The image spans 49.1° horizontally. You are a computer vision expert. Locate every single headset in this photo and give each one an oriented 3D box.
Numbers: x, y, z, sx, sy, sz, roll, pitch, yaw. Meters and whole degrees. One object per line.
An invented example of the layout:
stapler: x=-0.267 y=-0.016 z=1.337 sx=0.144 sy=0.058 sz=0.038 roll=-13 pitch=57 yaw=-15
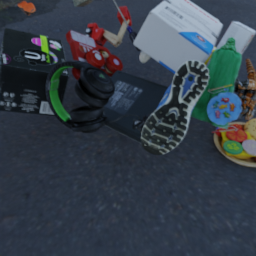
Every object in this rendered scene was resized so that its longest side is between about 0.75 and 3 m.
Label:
headset: x=-0.805 y=-0.666 z=7.228 sx=2.872 sy=1.774 sz=1.349 roll=27 pitch=30 yaw=21

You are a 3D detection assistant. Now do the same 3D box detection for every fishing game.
fishing game: x=2.403 y=-0.497 z=7.047 sx=0.893 sy=0.194 sz=1.247 roll=-7 pitch=71 yaw=34

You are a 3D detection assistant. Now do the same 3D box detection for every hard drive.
hard drive: x=0.220 y=-0.706 z=9.040 sx=2.873 sy=0.472 sz=2.005 roll=26 pitch=69 yaw=32

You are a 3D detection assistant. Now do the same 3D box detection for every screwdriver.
screwdriver: x=-0.142 y=-4.465 z=11.816 sx=0.382 sy=0.398 sz=2.736 roll=-34 pitch=94 yaw=-26

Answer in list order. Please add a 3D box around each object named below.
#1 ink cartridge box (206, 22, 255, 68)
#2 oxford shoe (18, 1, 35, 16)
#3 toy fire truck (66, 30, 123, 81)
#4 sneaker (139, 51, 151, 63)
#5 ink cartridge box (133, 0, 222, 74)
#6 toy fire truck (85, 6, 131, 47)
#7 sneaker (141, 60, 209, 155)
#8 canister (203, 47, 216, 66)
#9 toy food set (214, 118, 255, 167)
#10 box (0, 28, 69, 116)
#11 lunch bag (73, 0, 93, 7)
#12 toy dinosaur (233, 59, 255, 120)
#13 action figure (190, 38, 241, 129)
ink cartridge box: x=3.163 y=-2.384 z=8.665 sx=0.663 sy=1.581 sz=1.388 roll=36 pitch=31 yaw=15
oxford shoe: x=-3.267 y=-3.879 z=9.204 sx=0.340 sy=0.348 sz=0.953 roll=-40 pitch=51 yaw=-14
toy fire truck: x=-1.307 y=-2.805 z=11.031 sx=2.206 sy=1.237 sz=1.852 roll=4 pitch=63 yaw=-45
sneaker: x=1.039 y=-3.461 z=12.456 sx=0.525 sy=1.398 sz=0.567 roll=28 pitch=15 yaw=-42
ink cartridge box: x=1.689 y=-3.004 z=8.918 sx=2.046 sy=1.182 sz=2.803 roll=35 pitch=42 yaw=0
toy fire truck: x=-0.950 y=-4.010 z=12.482 sx=1.953 sy=0.675 sz=2.769 roll=0 pitch=69 yaw=18
sneaker: x=1.172 y=-0.418 z=6.905 sx=0.968 sy=2.463 sz=1.098 roll=32 pitch=9 yaw=7
canister: x=2.930 y=-2.846 z=11.300 sx=1.553 sy=0.905 sz=2.092 roll=-6 pitch=28 yaw=-4
toy food set: x=4.449 y=0.508 z=10.321 sx=2.486 sy=0.605 sz=2.460 roll=3 pitch=40 yaw=3
box: x=-3.240 y=-1.890 z=9.432 sx=2.003 sy=1.676 sz=2.697 roll=6 pitch=38 yaw=-25
lunch bag: x=-1.694 y=-5.307 z=11.256 sx=0.964 sy=0.567 sz=0.791 roll=-15 pitch=17 yaw=24
toy dinosaur: x=4.080 y=-1.347 z=9.923 sx=1.421 sy=1.069 sz=2.093 roll=6 pitch=60 yaw=26
action figure: x=2.456 y=-1.277 z=7.616 sx=1.363 sy=2.308 sz=0.631 roll=23 pitch=21 yaw=24
